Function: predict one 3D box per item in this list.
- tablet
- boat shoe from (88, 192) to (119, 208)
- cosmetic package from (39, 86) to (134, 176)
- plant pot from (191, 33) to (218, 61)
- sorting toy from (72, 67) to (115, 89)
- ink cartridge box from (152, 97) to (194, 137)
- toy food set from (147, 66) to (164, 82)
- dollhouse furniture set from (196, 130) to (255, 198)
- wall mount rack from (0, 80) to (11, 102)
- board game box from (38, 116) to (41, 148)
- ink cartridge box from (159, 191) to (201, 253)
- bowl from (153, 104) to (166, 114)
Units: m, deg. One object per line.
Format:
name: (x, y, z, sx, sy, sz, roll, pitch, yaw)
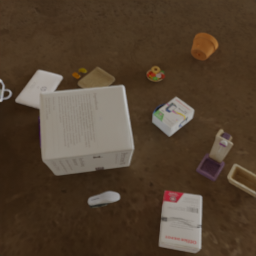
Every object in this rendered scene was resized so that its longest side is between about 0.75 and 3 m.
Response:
tablet: (-3.986, -1.766, 12.614, 1.335, 0.140, 2.052, 16, 58, 11)
boat shoe: (-0.733, 2.176, 8.430, 0.955, 0.339, 0.344, -7, 44, -10)
cosmetic package: (-1.384, 0.161, 9.688, 2.787, 2.297, 2.300, -6, 70, -6)
plant pot: (3.588, -3.830, 13.502, 1.189, 1.189, 0.832, 27, 77, 17)
sorting toy: (-1.657, -2.238, 12.906, 1.750, 0.234, 1.304, 35, 67, 22)
ink cartridge box: (1.786, -0.464, 11.153, 1.360, 0.595, 0.989, -35, 61, -23)
toy food set: (1.281, -2.481, 13.060, 0.829, 0.202, 0.821, -37, 63, -23)
dollhouse furniture set: (4.039, 1.032, 9.713, 2.456, 1.743, 1.946, 30, 61, 19)
wall mount rack: (-6.025, -1.363, 12.027, 1.735, 0.647, 1.508, -6, 56, -3)
board game box: (-2.287, -0.024, 11.303, 2.533, 0.409, 1.520, -11, 60, -8)
ink cartridge box: (1.674, 3.006, 8.988, 1.225, 0.703, 1.687, 8, 56, 6)
bowl: (1.642, -0.487, 11.672, 1.226, 0.241, 1.226, 0, 56, 0)
